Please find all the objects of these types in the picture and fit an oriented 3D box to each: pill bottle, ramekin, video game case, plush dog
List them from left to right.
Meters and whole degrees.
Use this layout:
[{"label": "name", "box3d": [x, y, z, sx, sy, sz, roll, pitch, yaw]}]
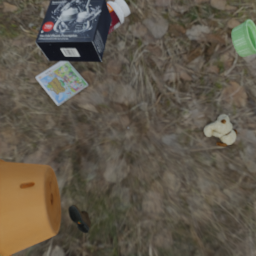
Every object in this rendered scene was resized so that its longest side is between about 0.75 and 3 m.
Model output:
[{"label": "video game case", "box3d": [-2.459, -1.718, 10.364, 1.353, 0.164, 1.486, -37, 73, -13]}, {"label": "pill bottle", "box3d": [-0.637, -3.318, 8.529, 1.336, 0.754, 0.754, -39, 73, -1]}, {"label": "plush dog", "box3d": [3.243, 0.129, 9.360, 1.072, 0.860, 0.921, -36, 96, -13]}, {"label": "ramekin", "box3d": [2.649, -1.981, 6.291, 0.377, 0.772, 0.772, -15, 68, 43]}]

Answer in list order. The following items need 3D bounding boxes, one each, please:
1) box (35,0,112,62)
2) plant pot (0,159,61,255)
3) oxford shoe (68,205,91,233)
[{"label": "box", "box3d": [-1.403, -2.598, 7.472, 1.601, 0.833, 1.458, 4, 66, 14]}, {"label": "plant pot", "box3d": [-2.391, 1.691, 6.106, 1.543, 2.204, 2.204, -8, 68, -3]}, {"label": "oxford shoe", "box3d": [-1.124, 2.054, 6.541, 0.308, 0.849, 0.358, -6, 35, 25]}]
